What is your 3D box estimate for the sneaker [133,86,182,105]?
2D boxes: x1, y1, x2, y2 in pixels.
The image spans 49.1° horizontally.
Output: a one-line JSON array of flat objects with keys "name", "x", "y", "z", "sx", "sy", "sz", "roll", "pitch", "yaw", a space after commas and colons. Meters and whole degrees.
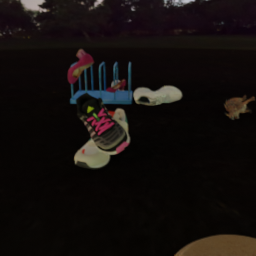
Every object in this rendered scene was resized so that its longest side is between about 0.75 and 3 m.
[{"name": "sneaker", "x": 1.364, "y": -1.370, "z": 13.028, "sx": 2.268, "sy": 0.845, "sz": 0.988, "roll": -4, "pitch": 31, "yaw": 8}]

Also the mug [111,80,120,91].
[{"name": "mug", "x": -0.510, "y": -2.154, "z": 15.243, "sx": 0.779, "sy": 0.575, "sz": 0.683, "roll": 38, "pitch": -6, "yaw": 9}]

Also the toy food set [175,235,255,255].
[{"name": "toy food set", "x": 1.548, "y": 2.171, "z": 3.450, "sx": 2.270, "sy": 0.552, "sz": 2.247, "roll": 0, "pitch": 20, "yaw": 0}]

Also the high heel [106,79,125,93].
[{"name": "high heel", "x": -0.535, "y": -1.810, "z": 12.003, "sx": 0.348, "sy": 0.496, "sz": 1.031, "roll": 30, "pitch": 33, "yaw": 31}]

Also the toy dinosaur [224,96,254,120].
[{"name": "toy dinosaur", "x": 4.477, "y": -0.939, "z": 11.748, "sx": 1.207, "sy": 0.764, "sz": 1.781, "roll": -6, "pitch": 14, "yaw": 4}]

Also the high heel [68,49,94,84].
[{"name": "high heel", "x": -1.814, "y": -2.168, "z": 10.748, "sx": 0.750, "sy": 1.563, "sz": 0.526, "roll": 47, "pitch": 33, "yaw": 21}]

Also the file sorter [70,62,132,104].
[{"name": "file sorter", "x": -1.262, "y": -2.267, "z": 13.792, "sx": 2.895, "sy": 1.776, "sz": 2.009, "roll": 0, "pitch": 19, "yaw": 2}]

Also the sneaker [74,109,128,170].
[{"name": "sneaker", "x": -0.718, "y": 0.188, "z": 7.903, "sx": 0.904, "sy": 1.200, "sz": 2.567, "roll": 9, "pitch": 21, "yaw": 22}]

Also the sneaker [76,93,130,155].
[{"name": "sneaker", "x": -0.719, "y": -0.176, "z": 6.612, "sx": 0.781, "sy": 0.926, "sz": 2.116, "roll": -36, "pitch": 41, "yaw": -5}]
